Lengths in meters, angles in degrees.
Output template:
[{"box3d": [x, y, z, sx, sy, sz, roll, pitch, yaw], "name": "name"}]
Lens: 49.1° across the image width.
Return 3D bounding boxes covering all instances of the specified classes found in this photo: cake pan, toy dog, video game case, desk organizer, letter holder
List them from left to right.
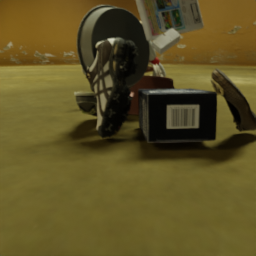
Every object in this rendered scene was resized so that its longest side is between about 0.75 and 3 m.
[{"box3d": [-0.318, -2.465, 8.785, 2.749, 2.749, 0.504, -14, 12, -40], "name": "cake pan"}, {"box3d": [-0.250, -0.580, 8.589, 0.447, 1.161, 0.416, 20, 24, -5], "name": "desk organizer"}, {"box3d": [0.493, -2.754, 10.784, 1.180, 2.451, 1.616, -17, 15, 21], "name": "toy dog"}, {"box3d": [0.702, -1.337, 10.747, 2.128, 1.512, 1.070, 4, 21, 14], "name": "letter holder"}, {"box3d": [1.197, -4.126, 8.732, 2.228, 2.448, 0.290, -21, 10, -26], "name": "video game case"}]

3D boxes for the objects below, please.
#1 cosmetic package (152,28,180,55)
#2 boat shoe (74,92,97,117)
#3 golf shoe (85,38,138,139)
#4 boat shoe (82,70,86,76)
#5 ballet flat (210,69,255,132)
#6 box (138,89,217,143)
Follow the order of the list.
[{"box3d": [1.132, -2.580, 8.354, 0.782, 0.290, 0.398, -37, 67, -13], "name": "cosmetic package"}, {"box3d": [-1.200, -0.747, 9.038, 0.813, 0.680, 2.275, 4, 0, 4], "name": "boat shoe"}, {"box3d": [-0.574, -1.090, 7.724, 1.277, 2.703, 1.051, 16, 6, 31], "name": "golf shoe"}, {"box3d": [-1.544, -2.262, 11.995, 0.313, 0.383, 1.036, -14, -36, 27], "name": "boat shoe"}, {"box3d": [2.816, -0.594, 7.469, 2.779, 0.644, 0.936, 34, 26, -44], "name": "ballet flat"}, {"box3d": [1.225, -0.441, 7.791, 1.742, 1.228, 2.354, -1, 10, -2], "name": "box"}]
